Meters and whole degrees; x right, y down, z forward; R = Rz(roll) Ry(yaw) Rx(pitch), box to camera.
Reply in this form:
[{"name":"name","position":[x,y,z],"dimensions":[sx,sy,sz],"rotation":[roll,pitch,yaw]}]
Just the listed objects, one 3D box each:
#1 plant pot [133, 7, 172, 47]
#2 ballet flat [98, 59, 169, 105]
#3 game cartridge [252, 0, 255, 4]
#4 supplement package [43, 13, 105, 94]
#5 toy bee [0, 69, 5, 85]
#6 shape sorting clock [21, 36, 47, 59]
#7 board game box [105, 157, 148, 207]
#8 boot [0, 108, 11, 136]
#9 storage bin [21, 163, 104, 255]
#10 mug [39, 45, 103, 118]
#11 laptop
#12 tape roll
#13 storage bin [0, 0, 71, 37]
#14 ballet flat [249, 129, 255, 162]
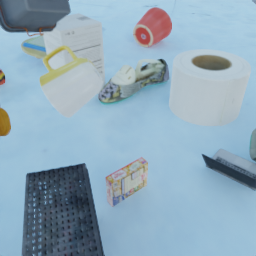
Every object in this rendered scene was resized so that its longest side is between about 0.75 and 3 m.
[{"name":"plant pot","position":[1.000,-4.353,12.419],"dimensions":[1.484,1.484,1.313],"rotation":[23,54,28]},{"name":"ballet flat","position":[0.202,-1.663,9.048],"dimensions":[2.837,1.020,1.020],"rotation":[-25,43,-30]},{"name":"game cartridge","position":[2.529,-3.143,5.591],"dimensions":[1.136,0.756,0.232],"rotation":[27,15,-30]},{"name":"supplement package","position":[-1.635,-2.165,8.651],"dimensions":[1.329,2.220,1.346],"rotation":[-24,43,-29]},{"name":"toy bee","position":[-5.055,-1.548,8.499],"dimensions":[1.755,1.457,2.681],"rotation":[10,37,10]},{"name":"shape sorting clock","position":[-2.951,-3.331,11.629],"dimensions":[2.796,0.548,2.796],"rotation":[4,37,-3]},{"name":"board game box","position":[-0.010,1.070,5.578],"dimensions":[0.906,0.686,0.210],"rotation":[-25,43,-31]},{"name":"boot","position":[-1.592,-0.196,3.321],"dimensions":[0.370,0.752,1.051],"rotation":[8,34,-18]},{"name":"storage bin","position":[-0.905,1.688,4.143],"dimensions":[0.966,1.392,2.059],"rotation":[-8,37,-10]},{"name":"mug","position":[-1.067,-0.922,5.299],"dimensions":[0.960,1.169,0.936],"rotation":[-32,25,8]},{"name":"laptop","position":[2.314,0.744,6.004],"dimensions":[1.138,0.704,1.215],"rotation":[27,44,31]},{"name":"tape roll","position":[2.267,-1.214,8.035],"dimensions":[2.087,1.433,2.087],"rotation":[0,36,0]},{"name":"storage bin","position":[-1.852,-2.413,5.676],"dimensions":[0.883,0.957,1.315],"rotation":[-4,12,43]},{"name":"ballet flat","position":[4.184,0.392,6.098],"dimensions":[2.924,0.985,0.931],"rotation":[3,71,6]}]
